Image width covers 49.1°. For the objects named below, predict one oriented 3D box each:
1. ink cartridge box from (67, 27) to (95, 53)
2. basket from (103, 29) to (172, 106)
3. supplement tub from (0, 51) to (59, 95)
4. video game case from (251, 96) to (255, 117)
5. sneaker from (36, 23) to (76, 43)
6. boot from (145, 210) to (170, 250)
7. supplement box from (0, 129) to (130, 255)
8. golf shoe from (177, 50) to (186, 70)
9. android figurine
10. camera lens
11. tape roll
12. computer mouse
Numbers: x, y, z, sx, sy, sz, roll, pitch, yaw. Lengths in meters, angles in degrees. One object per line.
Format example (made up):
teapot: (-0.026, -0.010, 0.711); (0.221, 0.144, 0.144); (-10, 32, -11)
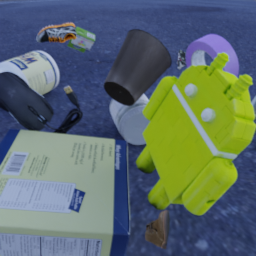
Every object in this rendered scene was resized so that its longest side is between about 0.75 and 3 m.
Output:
ink cartridge box: (-1.560, -2.769, 9.179); (0.653, 0.883, 0.335); (16, 52, -27)
basket: (0.220, -1.806, 8.965); (2.013, 1.815, 1.369); (-58, 18, -22)
supplement tub: (-4.692, -2.190, 12.613); (1.980, 1.980, 2.731); (17, 36, 25)
video game case: (3.612, -0.707, 5.313); (1.788, 1.967, 0.230); (37, 13, 28)
sneaker: (-1.557, -2.032, 6.163); (0.905, 0.354, 0.350); (-22, 80, -14)
boot: (0.447, 1.579, 4.329); (0.385, 1.019, 0.375); (11, 48, 12)
supplement box: (-1.530, 1.687, 6.168); (2.885, 1.939, 2.888); (6, 32, -6)
golf shoe: (2.224, -2.905, 11.813); (0.434, 0.495, 1.124); (26, 38, -10)
android figurine: (1.076, 0.102, 5.109); (0.610, 2.972, 2.705); (10, 40, -27)
camera lens: (0.214, -0.461, 10.284); (1.526, 1.526, 1.908); (-9, 33, -14)
tape roll: (2.549, -1.947, 8.658); (0.566, 1.727, 1.727); (-28, 40, -17)
computer mouse: (-2.055, -0.593, 6.841); (1.618, 2.305, 0.530); (-45, 34, -16)
